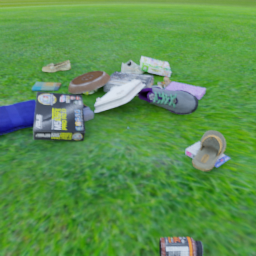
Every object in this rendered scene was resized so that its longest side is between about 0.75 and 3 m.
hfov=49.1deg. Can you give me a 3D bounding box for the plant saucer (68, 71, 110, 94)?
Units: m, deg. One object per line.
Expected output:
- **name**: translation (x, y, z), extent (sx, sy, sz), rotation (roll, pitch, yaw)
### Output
- **plant saucer**: translation (-2.081, -2.461, 14.598), extent (2.309, 0.398, 2.309), rotation (-13, 30, 8)

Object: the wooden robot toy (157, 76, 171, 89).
- **wooden robot toy**: translation (1.920, -2.461, 14.927), extent (0.587, 0.604, 1.332), rotation (26, 39, 36)

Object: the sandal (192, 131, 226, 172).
- **sandal**: translation (2.709, 0.618, 9.252), extent (0.868, 0.584, 2.162), rotation (16, 35, 24)

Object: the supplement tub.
- **supplement tub**: translation (1.179, 2.719, 6.285), extent (0.932, 0.498, 0.498), rotation (0, 31, -1)

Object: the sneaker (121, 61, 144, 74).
- **sneaker**: translation (0.350, -3.604, 16.619), extent (1.786, 0.822, 0.676), rotation (-20, 34, -36)

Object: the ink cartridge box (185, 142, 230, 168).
- **ink cartridge box**: translation (2.674, 0.954, 9.495), extent (0.767, 0.270, 1.286), rotation (-23, 36, -34)

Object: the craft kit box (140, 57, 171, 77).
- **craft kit box**: translation (1.622, -3.704, 16.896), extent (1.745, 0.429, 1.767), rotation (9, 30, -6)

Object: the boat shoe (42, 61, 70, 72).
- **boat shoe**: translation (-4.434, -3.799, 17.243), extent (1.721, 0.539, 0.631), rotation (-14, 33, -22)

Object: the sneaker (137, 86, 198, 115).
- **sneaker**: translation (1.592, -1.179, 12.187), extent (1.261, 1.072, 2.881), rotation (-7, 18, -41)

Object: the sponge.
- **sponge**: translation (2.912, -1.913, 14.318), extent (1.846, 0.275, 1.030), rotation (17, 34, 25)

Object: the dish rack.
- **dish rack**: translation (-0.444, -1.529, 12.670), extent (1.965, 0.498, 2.289), rotation (-15, 20, 33)

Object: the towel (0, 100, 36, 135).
- **towel**: translation (-4.855, -0.359, 11.417), extent (2.684, 0.665, 1.982), rotation (-15, 30, -26)

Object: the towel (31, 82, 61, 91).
- **towel**: translation (-4.344, -2.191, 14.940), extent (1.360, 0.148, 0.997), rotation (1, 31, -1)

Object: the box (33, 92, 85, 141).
- **box**: translation (-2.666, -0.475, 10.884), extent (1.838, 0.508, 2.294), rotation (3, 43, -16)

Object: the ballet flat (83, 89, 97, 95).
- **ballet flat**: translation (-1.851, -1.999, 14.445), extent (0.404, 0.402, 1.204), rotation (36, 44, 14)

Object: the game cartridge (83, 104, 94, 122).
- **game cartridge**: translation (-2.785, -0.804, 12.338), extent (1.584, 0.469, 2.443), rotation (-27, 40, -31)

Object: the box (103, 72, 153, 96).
- **box**: translation (0.064, -2.326, 14.742), extent (2.256, 0.545, 1.786), rotation (9, 32, 14)
